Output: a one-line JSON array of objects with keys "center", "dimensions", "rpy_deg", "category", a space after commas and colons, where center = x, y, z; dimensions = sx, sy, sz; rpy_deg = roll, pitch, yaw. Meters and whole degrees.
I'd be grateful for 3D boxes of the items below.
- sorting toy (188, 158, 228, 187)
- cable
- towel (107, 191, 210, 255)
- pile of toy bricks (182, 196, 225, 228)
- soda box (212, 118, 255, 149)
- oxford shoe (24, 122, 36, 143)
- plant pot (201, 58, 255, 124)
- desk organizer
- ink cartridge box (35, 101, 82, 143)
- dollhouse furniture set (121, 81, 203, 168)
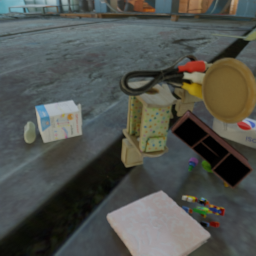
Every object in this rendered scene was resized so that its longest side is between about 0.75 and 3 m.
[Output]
[{"center": [2.545, 1.391, 8.588], "dimensions": [1.537, 0.533, 0.529], "rpy_deg": [17, 57, 25], "category": "sorting toy"}, {"center": [0.998, -1.261, 6.468], "dimensions": [2.462, 1.196, 0.620], "rpy_deg": [0, -11, -26], "category": "cable"}, {"center": [0.684, 2.431, 6.772], "dimensions": [1.800, 0.304, 1.885], "rpy_deg": [-17, 34, -28], "category": "towel"}, {"center": [1.952, 2.130, 7.180], "dimensions": [1.147, 0.636, 0.566], "rpy_deg": [8, -3, 42], "category": "pile of toy bricks"}, {"center": [4.328, 0.119, 10.380], "dimensions": [2.275, 0.776, 0.722], "rpy_deg": [23, 37, 34], "category": "soda box"}, {"center": [-3.789, 0.222, 10.683], "dimensions": [0.342, 0.446, 1.185], "rpy_deg": [-39, 37, 14], "category": "oxford shoe"}, {"center": [2.343, -0.853, 6.563], "dimensions": [1.526, 1.526, 0.210], "rpy_deg": [-11, 2, -19], "category": "plant pot"}, {"center": [2.034, 0.509, 6.984], "dimensions": [2.033, 0.729, 0.783], "rpy_deg": [40, 17, 2], "category": "desk organizer"}, {"center": [-2.558, -0.292, 10.778], "dimensions": [1.684, 1.083, 1.055], "rpy_deg": [-13, 33, -21], "category": "ink cartridge box"}, {"center": [1.254, 0.093, 8.447], "dimensions": [2.435, 2.753, 1.530], "rpy_deg": [-9, 34, -21], "category": "dollhouse furniture set"}]
